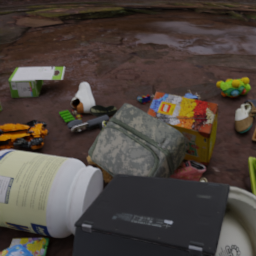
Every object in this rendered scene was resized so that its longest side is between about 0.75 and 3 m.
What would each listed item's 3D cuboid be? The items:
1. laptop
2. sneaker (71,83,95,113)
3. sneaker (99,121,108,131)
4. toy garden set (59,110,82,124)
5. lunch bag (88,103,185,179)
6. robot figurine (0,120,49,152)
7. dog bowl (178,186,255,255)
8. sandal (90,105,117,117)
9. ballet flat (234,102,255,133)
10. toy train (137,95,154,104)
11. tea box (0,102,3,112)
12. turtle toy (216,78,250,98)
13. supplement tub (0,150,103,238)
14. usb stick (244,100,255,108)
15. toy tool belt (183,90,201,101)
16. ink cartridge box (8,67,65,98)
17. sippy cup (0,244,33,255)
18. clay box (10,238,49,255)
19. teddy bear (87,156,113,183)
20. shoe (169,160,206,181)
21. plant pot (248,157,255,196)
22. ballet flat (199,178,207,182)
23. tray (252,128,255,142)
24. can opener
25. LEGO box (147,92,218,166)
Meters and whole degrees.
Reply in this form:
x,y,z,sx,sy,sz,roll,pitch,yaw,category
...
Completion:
x,y,z,sx,sy,sz,roll,pitch,yaw,category
0.430,2.413,5.395,2.654,1.642,2.834,1,25,27,laptop
-2.401,-1.578,14.136,1.076,0.925,2.541,-7,34,-15,sneaker
-0.926,0.114,11.462,0.406,0.960,0.357,16,39,41,sneaker
-2.701,-0.542,13.211,0.835,0.200,1.002,-18,36,-23,toy garden set
0.258,0.759,8.399,2.462,1.715,2.065,32,72,27,lunch bag
-4.346,0.370,11.020,2.430,0.707,1.762,-4,34,-5,robot figurine
1.936,2.716,5.990,2.843,1.048,2.843,4,73,-15,dog bowl
-1.177,-0.756,13.286,1.443,0.573,0.412,-2,-16,-38,sandal
5.218,-0.590,12.528,0.780,0.832,2.299,-15,15,44,ballet flat
0.958,-1.567,14.703,0.925,0.392,0.535,-21,25,-30,toy train
-6.755,-0.963,13.423,0.972,0.650,0.957,3,31,5,tea box
5.751,-2.126,14.949,1.914,0.967,1.395,-15,11,-27,turtle toy
-2.324,1.789,7.692,2.893,2.097,2.097,7,33,11,supplement tub
7.159,-1.197,13.986,2.741,0.447,0.760,-5,35,-9,usb stick
3.183,-1.376,13.750,0.800,0.788,1.282,-3,21,-17,toy tool belt
-4.969,-2.595,15.665,2.762,1.046,2.041,-3,32,-7,ink cartridge box
-2.744,3.317,6.233,1.290,1.642,1.203,-30,0,37,sippy cup
-2.579,3.163,7.276,0.965,0.230,0.555,0,32,-1,clay box
-0.072,1.334,9.517,2.090,0.962,2.883,-15,36,-26,teddy bear
1.708,1.361,9.139,1.639,0.746,0.586,16,31,-18,shoe
4.984,1.290,7.813,2.735,2.481,2.721,18,35,4,plant pot
2.217,2.008,8.948,0.419,0.419,1.205,21,38,30,ballet flat
5.804,-0.270,11.356,0.941,1.907,0.353,18,-2,28,tray
-1.719,-0.231,12.302,1.836,0.483,0.610,-16,73,-28,can opener
1.929,0.118,9.696,2.032,2.728,1.053,15,67,21,LEGO box
